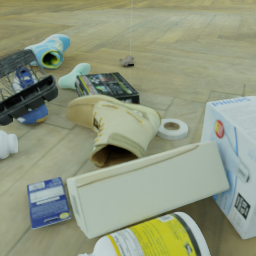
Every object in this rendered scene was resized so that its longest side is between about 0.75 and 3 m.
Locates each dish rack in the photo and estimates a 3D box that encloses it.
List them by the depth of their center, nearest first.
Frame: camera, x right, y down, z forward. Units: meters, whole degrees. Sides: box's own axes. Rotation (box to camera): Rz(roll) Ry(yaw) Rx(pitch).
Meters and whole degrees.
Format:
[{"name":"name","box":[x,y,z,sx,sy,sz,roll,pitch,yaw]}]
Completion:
[{"name":"dish rack","box":[-3.653,-1.547,8.929,2.241,0.797,2.921,-30,59,-9]}]

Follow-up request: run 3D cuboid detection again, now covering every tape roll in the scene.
[{"name":"tape roll","box":[1.342,0.029,8.677,1.001,0.183,1.001,0,32,0]}]

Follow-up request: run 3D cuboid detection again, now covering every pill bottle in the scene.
[{"name":"pill bottle","box":[0.170,2.171,4.448,2.015,1.133,1.133,-13,35,-18]},{"name":"pill bottle","box":[-3.691,0.481,7.435,1.347,0.757,0.757,-6,33,-10]}]

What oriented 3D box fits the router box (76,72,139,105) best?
[{"name":"router box","box":[-0.809,-1.258,10.112,1.715,0.711,2.288,-7,32,-20]}]

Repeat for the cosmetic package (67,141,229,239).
[{"name":"cosmetic package","box":[0.334,1.127,5.603,2.837,1.037,1.469,-14,-5,-20]}]

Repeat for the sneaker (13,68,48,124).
[{"name":"sneaker","box":[-3.502,-1.172,9.557,1.064,1.246,2.826,-15,36,-23]}]

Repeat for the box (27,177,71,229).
[{"name":"box","box":[-1.743,1.647,6.114,0.797,0.213,1.315,-12,33,-17]}]

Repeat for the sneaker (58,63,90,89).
[{"name":"sneaker","box":[-1.887,-2.076,11.510,1.039,0.648,1.761,15,45,32]}]

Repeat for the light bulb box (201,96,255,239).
[{"name":"light bulb box","box":[2.541,0.710,5.861,1.298,2.062,2.080,-8,32,-14]}]

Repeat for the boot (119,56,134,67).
[{"name":"boot","box":[0.071,-3.207,13.651,0.969,0.340,0.709,-21,45,-28]}]

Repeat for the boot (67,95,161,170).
[{"name":"boot","box":[-0.730,0.105,7.788,2.951,1.074,2.293,13,34,12]}]

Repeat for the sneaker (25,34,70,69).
[{"name":"sneaker","box":[-3.489,-3.672,13.639,1.850,1.127,2.833,21,48,33]}]
